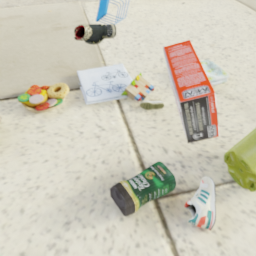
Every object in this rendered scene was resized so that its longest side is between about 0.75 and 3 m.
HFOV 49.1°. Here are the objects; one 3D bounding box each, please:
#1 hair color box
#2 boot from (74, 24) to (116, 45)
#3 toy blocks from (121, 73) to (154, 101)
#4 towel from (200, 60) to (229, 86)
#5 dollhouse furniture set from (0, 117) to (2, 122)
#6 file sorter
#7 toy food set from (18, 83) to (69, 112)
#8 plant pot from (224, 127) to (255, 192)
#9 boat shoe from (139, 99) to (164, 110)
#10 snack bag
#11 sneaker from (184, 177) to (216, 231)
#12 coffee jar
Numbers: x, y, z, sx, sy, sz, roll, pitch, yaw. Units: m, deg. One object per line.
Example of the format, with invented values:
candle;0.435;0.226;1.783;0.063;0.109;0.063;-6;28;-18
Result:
hair color box;1.336;-0.880;6.188;0.698;1.158;2.281;-13;41;9
boot;-1.547;-3.622;10.808;1.453;0.694;1.924;-17;14;-39
toy blocks;0.478;-1.555;11.627;0.931;0.681;1.362;40;58;1
towel;3.412;-2.503;12.844;1.897;0.457;1.624;-13;44;-14
dollhouse furniture set;-6.330;-0.113;10.048;2.207;1.387;2.495;3;37;41
file sorter;-0.652;-4.841;11.421;0.895;1.013;1.459;12;4;-22
toy food set;-3.480;-1.281;11.525;1.865;0.454;1.846;10;44;9
plant pot;4.033;0.859;8.323;1.907;2.074;2.074;-29;49;-12
boat shoe;0.930;-0.954;11.273;1.006;0.376;0.344;2;39;-12
snack bag;-0.996;-2.005;12.448;2.392;0.272;2.537;-13;45;-14
sneaker;2.003;2.015;7.877;0.774;0.583;1.656;10;46;3
coffee jar;0.418;1.737;8.042;1.812;0.773;0.945;-24;48;-23
